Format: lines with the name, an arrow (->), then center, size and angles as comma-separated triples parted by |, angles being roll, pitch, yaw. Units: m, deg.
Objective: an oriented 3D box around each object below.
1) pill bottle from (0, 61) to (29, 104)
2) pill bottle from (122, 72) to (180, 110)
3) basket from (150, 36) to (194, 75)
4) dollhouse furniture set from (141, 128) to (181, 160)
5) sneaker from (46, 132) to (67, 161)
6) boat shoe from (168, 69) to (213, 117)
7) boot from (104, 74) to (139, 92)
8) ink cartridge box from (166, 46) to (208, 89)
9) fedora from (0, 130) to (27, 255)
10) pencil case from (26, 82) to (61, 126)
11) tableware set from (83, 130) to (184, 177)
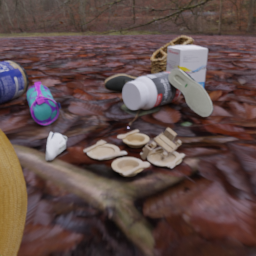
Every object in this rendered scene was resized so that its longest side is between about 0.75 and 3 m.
pill bottle -> -5.064, -1.548, 10.304 | 1.476, 1.476, 2.640 | 8, 24, 18
pill bottle -> 0.852, -1.310, 10.081 | 2.041, 1.182, 1.182 | -20, 29, -39
basket -> 2.239, -3.915, 15.279 | 2.003, 2.091, 2.807 | 0, 23, 0
dollhouse furniture set -> 0.811, 0.501, 6.752 | 0.532, 0.454, 1.026 | 40, 45, 19
sneaker -> -1.762, 0.442, 6.871 | 0.458, 0.434, 1.137 | 13, 24, -12
boat shoe -> 2.218, -1.208, 9.467 | 0.708, 0.752, 2.093 | 8, 41, -50
boot -> 0.091, -1.720, 11.752 | 2.021, 0.783, 1.398 | -6, 28, -12
ink cartridge box -> 2.580, -2.679, 12.546 | 1.334, 1.845, 1.358 | -6, 23, -15
fedora -> -2.402, 0.983, 3.298 | 2.732, 2.732, 1.114 | -2, -6, -6
pencil case -> -2.832, -0.828, 9.200 | 0.885, 0.961, 2.080 | -13, 24, -19
tableware set -> 0.116, 0.585, 6.681 | 1.788, 0.248, 2.141 | -17, 28, -35
